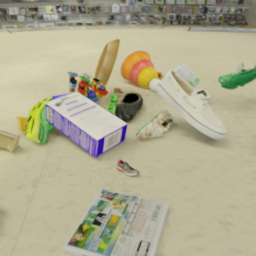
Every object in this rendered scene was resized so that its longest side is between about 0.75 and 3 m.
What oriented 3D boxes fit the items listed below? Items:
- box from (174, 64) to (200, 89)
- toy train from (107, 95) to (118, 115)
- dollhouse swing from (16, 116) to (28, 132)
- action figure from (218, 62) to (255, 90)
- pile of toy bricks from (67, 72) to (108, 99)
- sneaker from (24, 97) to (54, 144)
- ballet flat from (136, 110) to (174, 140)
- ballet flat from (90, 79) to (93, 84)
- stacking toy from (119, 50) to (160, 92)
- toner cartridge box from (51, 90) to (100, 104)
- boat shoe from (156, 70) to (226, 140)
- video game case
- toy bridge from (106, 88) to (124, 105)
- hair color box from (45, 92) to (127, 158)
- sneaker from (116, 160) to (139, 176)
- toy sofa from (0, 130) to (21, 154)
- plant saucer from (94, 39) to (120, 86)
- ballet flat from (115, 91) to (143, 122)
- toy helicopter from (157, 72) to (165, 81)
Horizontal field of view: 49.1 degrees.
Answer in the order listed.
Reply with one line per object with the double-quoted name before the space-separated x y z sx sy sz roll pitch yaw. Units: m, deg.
"box" 2.426 -2.087 13.046 1.171 1.327 0.642 44 43 -2
"toy train" -0.601 -0.823 10.668 0.301 0.222 1.066 12 59 0
"dollhouse swing" -3.720 -0.094 10.420 0.816 0.742 0.717 4 -15 -42
"action figure" 4.724 -2.187 11.975 2.794 1.650 0.764 -17 65 -39
"pile of toy bricks" -1.912 -1.466 11.741 1.418 1.261 2.555 0 22 -31
"sneaker" -3.090 -0.265 10.084 0.794 0.896 2.145 -21 42 23
"ballet flat" 1.084 -0.060 10.207 0.679 0.804 2.125 41 42 11
"ballet flat" -1.815 -2.421 15.291 0.579 0.579 1.668 -5 26 -10
"stacking toy" 0.920 -2.820 15.324 2.005 2.005 2.744 -13 47 -25
"toner cartridge box" -2.460 -1.283 12.985 2.124 0.459 1.009 -14 30 -27
"boat shoe" 2.276 -0.863 9.489 2.923 1.021 1.037 46 34 19
"video game case" -0.169 2.135 6.105 1.759 0.212 1.930 8 27 17
"toy bridge" -0.539 -1.542 13.751 0.682 0.276 2.029 4 26 6
"hair color box" -1.437 -0.188 9.346 2.527 0.819 1.381 34 42 27
"sneaker" -0.020 1.152 8.023 0.759 0.284 0.306 18 18 30
"toy sofa" -4.193 0.260 8.986 1.337 0.554 0.653 21 18 -11
"plant saucer" -1.073 -2.932 12.934 0.458 2.588 2.588 18 21 -16
"ballet flat" 0.080 -1.134 12.149 0.983 0.840 2.958 -7 23 13
"toy helicopter" 2.225 -2.829 16.294 1.674 0.660 1.107 12 17 0
